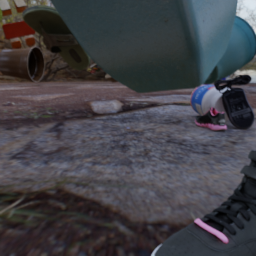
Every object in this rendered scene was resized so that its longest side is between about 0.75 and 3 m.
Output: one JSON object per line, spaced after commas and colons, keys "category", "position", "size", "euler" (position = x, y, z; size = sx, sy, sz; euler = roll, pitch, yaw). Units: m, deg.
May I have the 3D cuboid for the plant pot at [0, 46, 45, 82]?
{"category": "plant pot", "position": [-3.236, -1.928, 8.443], "size": [1.042, 1.052, 1.052], "euler": [5, 12, 9]}

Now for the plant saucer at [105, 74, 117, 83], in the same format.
{"category": "plant saucer", "position": [0.164, -2.547, 12.178], "size": [2.417, 0.356, 2.417], "euler": [-21, 19, 8]}

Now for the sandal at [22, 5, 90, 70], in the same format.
{"category": "sandal", "position": [-1.581, -2.036, 6.678], "size": [0.833, 0.599, 2.098], "euler": [-18, -36, 23]}

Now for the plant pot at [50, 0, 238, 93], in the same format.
{"category": "plant pot", "position": [0.624, -2.303, 5.642], "size": [2.771, 2.831, 2.779], "euler": [1, 39, 41]}

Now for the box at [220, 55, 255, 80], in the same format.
{"category": "box", "position": [3.803, -3.016, 10.897], "size": [0.896, 1.709, 1.571], "euler": [24, 35, -42]}

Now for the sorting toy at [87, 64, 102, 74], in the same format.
{"category": "sorting toy", "position": [-1.572, -3.018, 14.195], "size": [1.107, 0.187, 0.534], "euler": [-24, -27, 23]}

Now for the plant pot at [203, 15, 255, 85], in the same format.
{"category": "plant pot", "position": [2.328, -1.940, 7.424], "size": [1.458, 1.551, 1.551], "euler": [-42, 31, -23]}

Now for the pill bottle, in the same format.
{"category": "pill bottle", "position": [3.446, -0.991, 11.107], "size": [1.360, 1.360, 2.423], "euler": [-1, 11, -6]}

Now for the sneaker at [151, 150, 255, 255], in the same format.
{"category": "sneaker", "position": [1.211, 0.803, 2.963], "size": [2.304, 1.142, 0.814], "euler": [-7, 15, -26]}

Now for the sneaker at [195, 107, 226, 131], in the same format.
{"category": "sneaker", "position": [2.844, -0.361, 9.652], "size": [0.608, 0.734, 1.540], "euler": [-6, 11, -19]}

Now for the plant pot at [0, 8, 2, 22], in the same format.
{"category": "plant pot", "position": [-4.001, -2.793, 7.122], "size": [1.069, 1.069, 1.143], "euler": [3, 51, 15]}

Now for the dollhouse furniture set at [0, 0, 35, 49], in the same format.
{"category": "dollhouse furniture set", "position": [-3.353, -3.428, 9.552], "size": [1.725, 1.744, 0.898], "euler": [-20, 55, -18]}

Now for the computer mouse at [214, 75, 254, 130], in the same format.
{"category": "computer mouse", "position": [3.769, -0.835, 9.679], "size": [1.294, 1.868, 0.492], "euler": [-12, -8, 3]}
